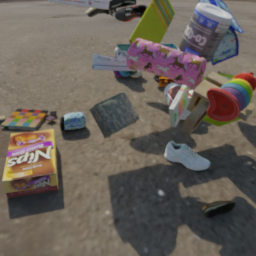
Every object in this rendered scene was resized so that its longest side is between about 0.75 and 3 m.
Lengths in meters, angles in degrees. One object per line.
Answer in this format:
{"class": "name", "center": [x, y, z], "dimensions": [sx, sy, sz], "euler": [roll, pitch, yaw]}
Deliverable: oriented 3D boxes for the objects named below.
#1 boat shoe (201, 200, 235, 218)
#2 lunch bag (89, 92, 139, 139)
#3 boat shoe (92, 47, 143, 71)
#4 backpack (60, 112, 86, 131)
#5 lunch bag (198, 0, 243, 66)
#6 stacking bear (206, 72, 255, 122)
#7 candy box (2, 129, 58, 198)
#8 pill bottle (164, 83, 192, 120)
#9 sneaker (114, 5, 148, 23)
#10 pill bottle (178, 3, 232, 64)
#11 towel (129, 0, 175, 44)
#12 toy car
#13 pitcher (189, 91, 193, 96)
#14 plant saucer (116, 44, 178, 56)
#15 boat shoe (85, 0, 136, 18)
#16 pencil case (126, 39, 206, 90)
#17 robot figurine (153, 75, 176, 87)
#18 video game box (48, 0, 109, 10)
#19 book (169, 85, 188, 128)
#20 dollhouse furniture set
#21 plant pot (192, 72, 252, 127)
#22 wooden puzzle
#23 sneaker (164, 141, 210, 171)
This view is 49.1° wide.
{"class": "boat shoe", "center": [2.300, 1.995, 7.167], "dimensions": [0.902, 0.341, 0.333], "euler": [-9, 30, -16]}
{"class": "lunch bag", "center": [-0.316, -0.379, 7.431], "dimensions": [1.099, 0.901, 0.646], "euler": [-29, -1, -31]}
{"class": "boat shoe", "center": [-0.289, -2.293, 9.332], "dimensions": [1.833, 0.781, 0.677], "euler": [-1, 13, -13]}
{"class": "backpack", "center": [-2.069, -0.245, 10.621], "dimensions": [0.958, 0.736, 0.781], "euler": [8, 19, -15]}
{"class": "lunch bag", "center": [3.450, -3.918, 10.913], "dimensions": [1.414, 2.220, 1.887], "euler": [-23, 62, 12]}
{"class": "stacking bear", "center": [2.270, -0.737, 5.880], "dimensions": [0.705, 0.753, 1.240], "euler": [22, 49, 38]}
{"class": "candy box", "center": [-2.898, 0.968, 8.537], "dimensions": [1.403, 0.679, 2.405], "euler": [-7, 34, -13]}
{"class": "pill bottle", "center": [2.134, -1.186, 11.753], "dimensions": [1.009, 1.009, 1.799], "euler": [-5, 32, -9]}
{"class": "sneaker", "center": [0.185, -5.576, 13.372], "dimensions": [1.995, 0.769, 0.817], "euler": [0, 5, 21]}
{"class": "pill bottle", "center": [2.365, -2.829, 9.205], "dimensions": [1.199, 2.108, 1.199], "euler": [13, 39, -11]}
{"class": "towel", "center": [0.915, -3.799, 10.397], "dimensions": [0.269, 1.283, 2.982], "euler": [2, 56, 42]}
{"class": "toy car", "center": [-0.233, -3.428, 15.241], "dimensions": [1.424, 1.662, 1.899], "euler": [-37, 35, 6]}
{"class": "pitcher", "center": [3.114, -1.181, 12.152], "dimensions": [0.937, 0.662, 1.092], "euler": [-14, 43, -28]}
{"class": "plant saucer", "center": [0.950, -3.126, 11.609], "dimensions": [2.869, 0.272, 1.003], "euler": [-9, 49, -29]}
{"class": "boat shoe", "center": [-0.640, -5.060, 11.696], "dimensions": [2.377, 0.745, 0.863], "euler": [-34, 30, -16]}
{"class": "pencil case", "center": [1.102, -1.842, 8.106], "dimensions": [2.282, 0.945, 0.987], "euler": [23, 13, 19]}
{"class": "robot figurine", "center": [1.997, -2.579, 14.520], "dimensions": [1.323, 0.531, 1.824], "euler": [5, 31, 8]}
{"class": "video game box", "center": [-1.695, -4.607, 9.625], "dimensions": [1.922, 0.494, 2.110], "euler": [0, 34, -11]}
{"class": "book", "center": [1.265, -0.556, 7.084], "dimensions": [0.224, 0.622, 0.932], "euler": [15, 52, 25]}
{"class": "dollhouse furniture set", "center": [2.335, -0.371, 7.179], "dimensions": [1.311, 1.609, 1.530], "euler": [32, 49, 20]}
{"class": "plant pot", "center": [2.901, -0.990, 8.820], "dimensions": [1.397, 1.274, 1.404], "euler": [-20, 25, -18]}
{"class": "wooden puzzle", "center": [-4.064, -0.349, 11.191], "dimensions": [2.312, 0.162, 1.371], "euler": [4, 31, 6]}
{"class": "sneaker", "center": [1.841, 0.876, 8.769], "dimensions": [1.496, 0.600, 0.526], "euler": [18, 34, 24]}
